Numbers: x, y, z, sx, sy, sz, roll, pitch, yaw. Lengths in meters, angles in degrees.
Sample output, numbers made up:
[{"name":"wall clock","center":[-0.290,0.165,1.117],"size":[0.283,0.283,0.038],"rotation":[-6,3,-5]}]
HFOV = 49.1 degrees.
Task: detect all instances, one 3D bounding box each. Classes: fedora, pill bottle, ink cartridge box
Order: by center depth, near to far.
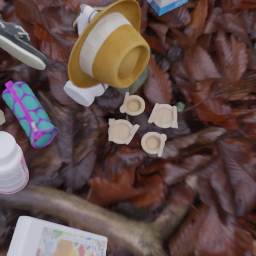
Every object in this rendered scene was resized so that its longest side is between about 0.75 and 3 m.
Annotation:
[{"name":"pill bottle","center":[-2.495,0.720,5.663],"size":[0.757,1.336,0.757],"rotation":[4,52,-6]},{"name":"fedora","center":[-0.251,-1.757,6.972],"size":[1.114,2.732,2.732],"rotation":[43,76,13]},{"name":"pill bottle","center":[-1.047,-1.764,8.943],"size":[1.182,1.182,2.041],"rotation":[30,74,10]},{"name":"ink cartridge box","center":[1.366,-5.294,9.808],"size":[1.334,1.845,1.358],"rotation":[-28,73,-9]}]

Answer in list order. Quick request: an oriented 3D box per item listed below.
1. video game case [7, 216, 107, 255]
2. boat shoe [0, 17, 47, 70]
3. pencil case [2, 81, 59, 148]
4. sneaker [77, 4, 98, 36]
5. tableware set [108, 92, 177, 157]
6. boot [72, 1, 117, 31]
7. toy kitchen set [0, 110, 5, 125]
[{"name":"video game case","center":[-1.171,2.763,4.514],"size":[0.276,2.412,2.195],"rotation":[-2,63,25]},{"name":"boat shoe","center":[-2.618,-2.074,6.369],"size":[2.093,0.752,0.708],"rotation":[35,77,12]},{"name":"pencil case","center":[-3.013,-0.436,8.596],"size":[0.885,0.961,2.080],"rotation":[-37,73,-4]},{"name":"sneaker","center":[-1.117,-2.653,7.288],"size":[0.458,1.137,0.434],"rotation":[34,50,0]},{"name":"tableware set","center":[0.478,-0.147,8.873],"size":[2.141,0.248,1.788],"rotation":[18,72,6]},{"name":"boot","center":[-0.792,-3.536,9.819],"size":[2.021,0.783,1.398],"rotation":[-26,78,-8]},{"name":"toy kitchen set","center":[-2.842,-0.233,5.314],"size":[1.041,0.942,1.154],"rotation":[-34,59,5]}]
